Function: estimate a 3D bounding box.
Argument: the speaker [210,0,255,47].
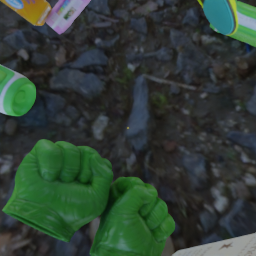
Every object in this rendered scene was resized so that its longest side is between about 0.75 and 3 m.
[{"bbox_3d":[4.050,-3.212,8.940,2.633,1.164,1.164,28,67,13],"label":"speaker"}]

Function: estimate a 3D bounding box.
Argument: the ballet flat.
[{"bbox_3d":[1.350,-2.162,4.457,0.520,0.519,1.552,-27,74,-23],"label":"ballet flat"}]

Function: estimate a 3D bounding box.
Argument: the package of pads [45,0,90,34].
[{"bbox_3d":[-1.095,-2.533,5.623,0.462,1.221,0.736,39,41,-21],"label":"package of pads"}]

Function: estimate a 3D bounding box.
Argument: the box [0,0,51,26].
[{"bbox_3d":[-2.239,-2.621,5.421,1.466,2.462,0.511,34,97,-22],"label":"box"}]

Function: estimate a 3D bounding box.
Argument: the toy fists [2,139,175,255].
[{"bbox_3d":[-0.424,1.231,4.517,2.832,0.974,1.443,34,59,-18],"label":"toy fists"}]

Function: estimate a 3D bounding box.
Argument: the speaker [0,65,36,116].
[{"bbox_3d":[-4.082,-1.347,7.977,2.798,1.237,1.237,25,66,12],"label":"speaker"}]

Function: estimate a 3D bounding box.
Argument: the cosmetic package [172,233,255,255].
[{"bbox_3d":[1.086,2.344,3.054,1.604,1.917,1.595,-21,75,-41],"label":"cosmetic package"}]
